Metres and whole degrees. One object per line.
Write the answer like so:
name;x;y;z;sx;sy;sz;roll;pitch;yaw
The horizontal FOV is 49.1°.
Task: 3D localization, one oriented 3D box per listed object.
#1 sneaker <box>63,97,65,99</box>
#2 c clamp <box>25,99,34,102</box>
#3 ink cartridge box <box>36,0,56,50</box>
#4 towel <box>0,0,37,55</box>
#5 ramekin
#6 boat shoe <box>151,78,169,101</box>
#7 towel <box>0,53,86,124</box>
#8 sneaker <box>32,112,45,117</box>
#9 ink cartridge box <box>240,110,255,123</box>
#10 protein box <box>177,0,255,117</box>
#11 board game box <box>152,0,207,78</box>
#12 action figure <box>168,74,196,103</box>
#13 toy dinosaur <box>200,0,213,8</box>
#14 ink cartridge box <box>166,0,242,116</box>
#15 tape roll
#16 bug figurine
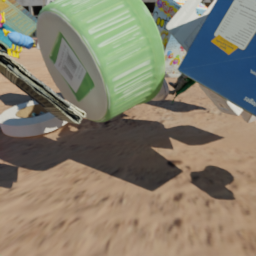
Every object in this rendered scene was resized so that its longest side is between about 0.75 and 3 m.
sneaker;-1.596;-1.770;8.092;0.973;0.809;2.159;-18;52;3
c clamp;-4.549;-1.499;13.728;1.035;0.164;1.212;-6;21;-15
ink cartridge box;-1.904;-3.511;9.548;1.738;2.381;1.001;25;22;8
towel;-3.287;-2.849;7.050;1.773;0.262;2.417;39;28;-22
ramekin;-0.603;-1.287;5.151;1.188;2.433;2.433;-34;35;-27
boat shoe;0.391;-1.598;7.543;0.684;1.959;0.694;-15;-11;-44
towel;-1.338;-0.557;4.195;0.251;1.401;1.455;-53;21;-11
sneaker;-3.100;-0.376;10.316;0.966;0.417;0.375;-1;20;-1
ink cartridge box;3.562;-0.887;7.382;1.409;0.594;1.029;-21;63;-5
protein box;2.279;-1.287;4.501;2.005;2.019;1.362;36;20;19
board game box;1.312;-2.732;8.434;1.143;2.180;1.123;-8;46;-31
action figure;1.645;-1.449;7.334;0.464;1.697;1.003;26;53;-18
toy dinosaur;2.295;-3.705;8.598;0.497;0.923;2.095;-39;75;-25
ink cartridge box;2.236;-2.005;6.314;2.275;2.842;0.672;-51;27;-5
tape roll;-3.280;-0.420;9.953;2.452;0.448;2.452;-5;26;2
bug figurine;-2.394;-2.282;5.237;0.464;1.802;1.397;-18;-4;25
